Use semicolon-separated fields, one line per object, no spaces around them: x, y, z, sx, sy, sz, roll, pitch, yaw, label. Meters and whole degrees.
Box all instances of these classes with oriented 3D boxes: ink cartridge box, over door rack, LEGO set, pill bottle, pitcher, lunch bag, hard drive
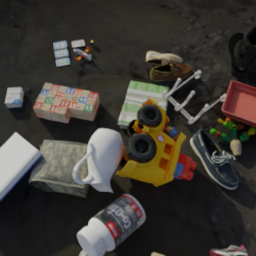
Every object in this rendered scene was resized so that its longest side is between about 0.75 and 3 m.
-5.089;-1.355;12.553;0.627;0.362;0.865;-3;58;-2;ink cartridge box
2.955;-1.475;12.207;2.466;0.822;1.822;-33;70;-23;over door rack
-2.672;-3.941;14.091;2.085;0.512;1.558;-11;63;-7;LEGO set
-0.526;3.166;9.025;2.050;1.167;1.167;-31;62;-36;pill bottle
-1.003;1.018;9.419;1.227;1.736;2.024;-2;68;36;pitcher
-2.395;1.455;10.319;2.121;1.247;1.740;11;59;1;lunch bag
-4.593;1.606;10.147;1.843;0.354;2.793;27;70;39;hard drive

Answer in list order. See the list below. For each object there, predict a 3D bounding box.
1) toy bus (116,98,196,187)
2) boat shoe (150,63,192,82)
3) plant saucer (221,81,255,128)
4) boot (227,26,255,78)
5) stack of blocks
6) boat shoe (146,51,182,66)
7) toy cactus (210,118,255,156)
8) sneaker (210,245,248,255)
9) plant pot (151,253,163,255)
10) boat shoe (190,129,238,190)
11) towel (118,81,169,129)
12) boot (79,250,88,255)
1.199;0.727;10.338;2.771;1.959;2.887;21;66;-5;toy bus
2.071;-2.666;13.155;2.081;0.707;0.749;-16;60;-9;boat shoe
5.334;-0.861;11.950;2.449;0.450;2.445;22;47;14;plant saucer
5.528;-4.029;13.159;1.068;2.123;2.839;5;59;3;boot
-2.615;-0.982;12.110;2.446;0.716;1.408;11;59;6;stack of blocks
1.716;-3.215;13.597;1.767;0.652;0.611;11;70;10;boat shoe
4.338;0.349;11.312;1.852;0.947;1.528;1;68;-10;toy cactus
3.271;4.100;9.176;1.239;0.499;0.462;6;43;-5;sneaker
1.102;4.743;8.064;1.634;1.846;1.844;26;62;27;plant pot
3.384;1.146;10.719;0.946;0.782;2.528;-13;58;-27;boat shoe
0.740;-0.915;12.349;1.906;0.392;2.555;12;57;5;towel
-1.551;4.307;8.729;0.471;0.612;1.281;25;68;20;boot
